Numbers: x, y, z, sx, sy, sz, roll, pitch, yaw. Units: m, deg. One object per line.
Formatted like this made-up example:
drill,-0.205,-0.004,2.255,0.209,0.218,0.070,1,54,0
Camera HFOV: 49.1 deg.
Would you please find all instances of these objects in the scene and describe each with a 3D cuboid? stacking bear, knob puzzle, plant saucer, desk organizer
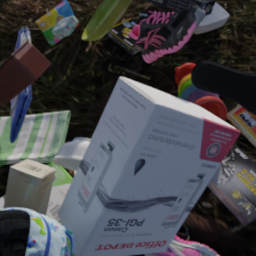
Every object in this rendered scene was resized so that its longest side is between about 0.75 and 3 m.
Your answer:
stacking bear,2.282,-1.266,9.602,1.469,1.376,2.420,-7,49,-5
knob puzzle,4.767,-0.374,8.979,2.571,0.357,2.571,-5,65,11
plant saucer,-0.515,-3.650,8.630,0.400,2.575,2.575,35,50,-25
desk organizer,-2.288,-1.061,5.662,1.553,0.598,0.557,-21,33,41

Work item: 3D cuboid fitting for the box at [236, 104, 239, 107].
box,5.121,-1.008,9.903,1.562,0.393,2.164,39,62,25

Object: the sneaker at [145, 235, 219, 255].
sneaker,1.311,3.141,6.645,2.109,0.858,0.930,19,66,14

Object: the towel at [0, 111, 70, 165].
towel,-3.167,0.291,8.742,2.523,0.295,1.925,-5,52,10

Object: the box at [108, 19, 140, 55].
box,0.156,-3.953,12.070,1.357,0.419,1.700,-32,60,-23

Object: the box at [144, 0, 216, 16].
box,1.544,-4.134,8.959,2.158,0.470,1.729,27,35,17

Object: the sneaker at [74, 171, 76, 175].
sneaker,-0.054,1.258,7.758,2.967,1.202,1.115,-1,52,-2

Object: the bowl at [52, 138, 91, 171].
bowl,-0.959,0.590,6.158,1.301,1.301,0.585,8,69,6

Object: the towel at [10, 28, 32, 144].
towel,-2.736,-1.085,6.957,0.290,1.790,2.437,8,50,-29

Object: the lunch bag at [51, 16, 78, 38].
lunch bag,-1.917,-3.100,8.587,0.817,0.315,0.655,4,58,42

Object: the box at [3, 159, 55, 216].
box,-1.939,1.424,5.389,0.688,1.449,0.563,16,12,11

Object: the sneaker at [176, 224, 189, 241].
sneaker,1.091,2.370,7.306,0.500,0.568,1.343,-38,62,-26

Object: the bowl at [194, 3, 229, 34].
bowl,3.278,-4.979,12.640,1.898,0.710,1.901,-21,57,-15

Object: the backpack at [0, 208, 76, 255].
backpack,-1.547,1.733,3.811,1.310,1.703,1.390,30,46,-23

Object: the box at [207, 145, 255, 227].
box,3.175,1.570,7.962,1.485,0.453,1.874,-28,58,-19

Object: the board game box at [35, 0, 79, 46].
board game box,-2.378,-3.545,9.519,1.249,0.956,0.252,-43,57,-11

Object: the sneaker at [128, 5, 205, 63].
sneaker,0.784,-2.458,6.928,1.198,2.511,0.992,45,68,-17

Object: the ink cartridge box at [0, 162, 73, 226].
ink cartridge box,-2.258,2.346,7.005,2.536,1.065,1.845,-37,62,-24

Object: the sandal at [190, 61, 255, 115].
sandal,2.515,-0.971,6.365,2.238,0.841,0.536,24,29,-2

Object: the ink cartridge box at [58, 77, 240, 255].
ink cartridge box,0.323,0.859,5.119,2.140,2.922,1.209,14,20,-37
